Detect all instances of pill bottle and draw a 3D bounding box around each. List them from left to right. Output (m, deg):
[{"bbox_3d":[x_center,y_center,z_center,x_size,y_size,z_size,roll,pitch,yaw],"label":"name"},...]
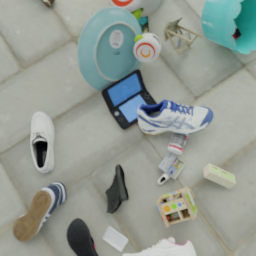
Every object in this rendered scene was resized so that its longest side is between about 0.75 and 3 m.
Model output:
[{"bbox_3d":[1.821,0.414,10.007,0.546,0.546,0.987,22,76,6],"label":"pill bottle"}]

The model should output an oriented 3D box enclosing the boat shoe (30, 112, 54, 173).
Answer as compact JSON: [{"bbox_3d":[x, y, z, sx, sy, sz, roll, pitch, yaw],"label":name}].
[{"bbox_3d":[-3.091,0.449,9.892,0.819,0.748,2.275,-5,75,-1],"label":"boat shoe"}]

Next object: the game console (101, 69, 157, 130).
[{"bbox_3d":[0.102,-1.007,10.159,1.670,0.991,1.439,-33,75,-9],"label":"game console"}]

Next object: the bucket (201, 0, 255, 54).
[{"bbox_3d":[3.998,-4.066,10.162,2.510,2.510,1.633,-42,44,-10],"label":"bucket"}]

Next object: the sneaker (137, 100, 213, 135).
[{"bbox_3d":[1.571,-0.431,9.570,2.600,1.146,0.979,-8,46,12],"label":"sneaker"}]

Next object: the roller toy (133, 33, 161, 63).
[{"bbox_3d":[0.677,-2.780,9.789,0.903,0.990,0.692,11,42,9],"label":"roller toy"}]

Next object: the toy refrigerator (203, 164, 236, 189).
[{"bbox_3d":[3.117,1.635,9.529,1.067,0.373,0.405,25,41,-12],"label":"toy refrigerator"}]

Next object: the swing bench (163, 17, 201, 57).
[{"bbox_3d":[1.959,-3.459,10.530,1.146,0.744,1.140,46,43,5],"label":"swing bench"}]

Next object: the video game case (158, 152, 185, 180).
[{"bbox_3d":[1.548,1.320,9.874,0.711,0.086,0.781,36,58,10],"label":"video game case"}]

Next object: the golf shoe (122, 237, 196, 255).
[{"bbox_3d":[0.985,4.064,8.941,2.433,0.916,1.113,5,60,-1],"label":"golf shoe"}]

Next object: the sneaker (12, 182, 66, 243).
[{"bbox_3d":[-2.873,2.750,9.331,0.802,1.241,2.287,39,108,7],"label":"sneaker"}]

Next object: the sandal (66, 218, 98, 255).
[{"bbox_3d":[-1.398,3.927,9.152,0.765,0.459,2.038,-25,89,0],"label":"sandal"}]

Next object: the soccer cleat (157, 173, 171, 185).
[{"bbox_3d":[1.341,1.689,9.771,0.782,0.333,0.268,-40,79,-10],"label":"soccer cleat"}]

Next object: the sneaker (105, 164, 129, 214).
[{"bbox_3d":[-0.467,2.049,9.466,0.799,0.460,1.533,-20,65,14],"label":"sneaker"}]

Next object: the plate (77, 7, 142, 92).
[{"bbox_3d":[-0.436,-2.632,9.768,0.376,2.943,2.943,29,74,42],"label":"plate"}]

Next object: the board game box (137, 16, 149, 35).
[{"bbox_3d":[-0.107,-4.081,11.390,1.882,0.265,1.273,-4,75,-1],"label":"board game box"}]

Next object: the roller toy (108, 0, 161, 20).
[{"bbox_3d":[0.305,-5.243,10.507,1.940,1.486,2.127,50,125,20],"label":"roller toy"}]

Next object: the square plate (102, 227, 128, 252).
[{"bbox_3d":[-0.408,3.576,9.044,0.758,0.765,0.109,32,36,12],"label":"square plate"}]

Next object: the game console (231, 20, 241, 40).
[{"bbox_3d":[3.895,-3.800,10.841,0.813,0.143,0.920,-34,99,-19],"label":"game console"}]

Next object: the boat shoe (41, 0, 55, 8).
[{"bbox_3d":[-3.644,-5.807,11.691,0.608,0.607,1.644,-41,90,1],"label":"boat shoe"}]

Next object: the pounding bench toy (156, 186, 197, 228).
[{"bbox_3d":[1.604,2.517,9.226,1.066,1.367,0.849,-24,87,19],"label":"pounding bench toy"}]
